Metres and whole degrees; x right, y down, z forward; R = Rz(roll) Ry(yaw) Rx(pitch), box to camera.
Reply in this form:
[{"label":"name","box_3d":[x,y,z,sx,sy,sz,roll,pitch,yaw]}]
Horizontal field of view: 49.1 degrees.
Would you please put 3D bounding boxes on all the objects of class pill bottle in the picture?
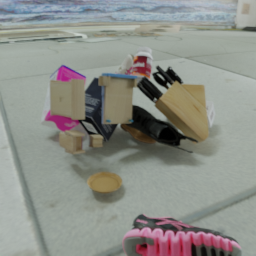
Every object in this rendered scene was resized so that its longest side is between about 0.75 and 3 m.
[{"label":"pill bottle","box_3d":[0.580,-2.544,11.417,0.778,1.377,0.778,7,-11,1]}]

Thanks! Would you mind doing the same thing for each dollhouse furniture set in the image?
[{"label":"dollhouse furniture set","box_3d":[-1.113,-0.603,9.869,2.714,2.562,1.771,-4,10,-36]}]

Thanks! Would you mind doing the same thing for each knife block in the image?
[{"label":"knife block","box_3d":[1.578,-0.859,10.514,2.534,2.886,0.923,0,-11,-8]}]

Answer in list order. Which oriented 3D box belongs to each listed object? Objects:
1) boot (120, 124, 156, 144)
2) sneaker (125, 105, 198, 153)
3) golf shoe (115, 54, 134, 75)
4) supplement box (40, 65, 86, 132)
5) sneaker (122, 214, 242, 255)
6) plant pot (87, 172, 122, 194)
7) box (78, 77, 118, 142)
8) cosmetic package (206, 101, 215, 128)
[{"label":"boot","box_3d":[0.415,0.029,11.100,1.742,0.657,0.641,33,32,26]},{"label":"sneaker","box_3d":[0.967,-0.020,9.981,2.903,0.872,1.514,30,-1,-6]},{"label":"golf shoe","box_3d":[-0.186,-2.595,13.041,0.823,1.788,0.649,-15,53,-31]},{"label":"supplement box","box_3d":[-2.653,-1.181,11.576,1.219,1.193,2.358,25,55,-34]},{"label":"sneaker","box_3d":[1.219,2.481,6.427,2.577,1.018,1.229,6,16,9]},{"label":"plant pot","box_3d":[-0.697,1.648,8.360,1.050,0.144,1.050,1,22,-1]},{"label":"box","box_3d":[-1.045,-0.697,10.849,1.027,1.720,1.749,18,64,28]},{"label":"cosmetic package","box_3d":[2.614,-0.755,12.206,2.116,1.073,0.754,14,70,28]}]
